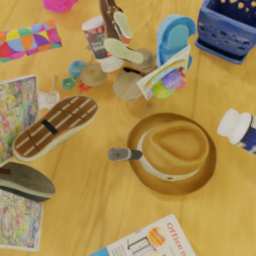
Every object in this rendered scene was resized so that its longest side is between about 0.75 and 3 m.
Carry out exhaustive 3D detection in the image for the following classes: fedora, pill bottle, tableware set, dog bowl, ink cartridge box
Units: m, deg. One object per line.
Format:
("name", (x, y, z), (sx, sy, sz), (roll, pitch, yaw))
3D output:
("fedora", (1.239, 0.525, 7.392), (2.592, 1.057, 2.592), (3, 67, -6))
("pill bottle", (3.028, 0.151, 6.882), (1.470, 0.850, 0.850), (26, 67, 5))
("pill bottle", (-0.687, -2.414, 8.113), (0.831, 1.435, 0.831), (-16, 35, 11))
("tableware set", (-0.333, -1.927, 8.775), (2.542, 0.295, 2.123), (21, 66, 12))
("dog bowl", (1.331, -2.343, 8.156), (1.085, 1.946, 0.482), (-19, 46, -14))
("ink cartridge box", (0.376, 3.043, 6.059), (2.016, 1.458, 1.484), (-23, 66, -11))

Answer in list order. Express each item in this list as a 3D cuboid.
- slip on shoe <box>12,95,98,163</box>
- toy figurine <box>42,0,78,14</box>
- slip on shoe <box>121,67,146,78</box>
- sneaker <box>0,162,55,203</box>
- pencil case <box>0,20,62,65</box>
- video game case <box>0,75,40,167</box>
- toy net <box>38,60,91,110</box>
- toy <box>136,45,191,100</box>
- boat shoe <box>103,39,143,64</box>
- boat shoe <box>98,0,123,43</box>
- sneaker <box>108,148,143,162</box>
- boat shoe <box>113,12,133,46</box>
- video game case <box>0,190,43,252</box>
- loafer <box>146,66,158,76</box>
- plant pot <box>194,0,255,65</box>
("slip on shoe", (-1.796, 0.027, 7.074), (0.926, 0.738, 2.436), (45, 60, 1))
("toy figurine", (-2.604, -5.463, 10.185), (2.832, 2.126, 2.606), (12, 74, 17))
("slip on shoe", (0.381, -1.580, 8.881), (1.353, 0.410, 0.515), (26, 69, 6))
("sneaker", (-3.158, 1.571, 6.822), (1.346, 2.535, 0.948), (-56, 34, 17))
("pencil case", (-3.022, -2.484, 8.141), (2.111, 0.933, 0.933), (-17, 65, -10))
("video game case", (-2.818, -0.149, 6.527), (0.235, 2.612, 1.870), (6, 108, 11))
("toy net", (-1.944, -1.194, 8.754), (1.226, 0.451, 2.336), (38, 71, 14))
("toy", (1.090, -1.179, 7.395), (1.452, 2.522, 0.595), (-36, 85, 6))
("boat shoe", (-0.116, -1.657, 6.088), (0.945, 0.296, 0.337), (18, 102, -21))
("boat shoe", (-0.338, -2.778, 7.143), (0.562, 0.562, 1.597), (-17, 83, 38))
("sneaker", (-0.081, 0.603, 6.091), (0.435, 0.819, 0.306), (11, 81, -38))
("boat shoe", (-0.132, -2.151, 6.036), (0.305, 0.268, 0.857), (-11, 63, -22))
("video game case", (-2.286, 1.975, 5.850), (0.130, 1.441, 1.032), (-12, 60, 16))
("loafer", (0.888, -1.697, 8.780), (0.311, 0.350, 0.921), (7, 33, 32))
("plant pot", (3.361, -3.363, 9.025), (2.010, 1.807, 2.010), (27, 67, 13))
